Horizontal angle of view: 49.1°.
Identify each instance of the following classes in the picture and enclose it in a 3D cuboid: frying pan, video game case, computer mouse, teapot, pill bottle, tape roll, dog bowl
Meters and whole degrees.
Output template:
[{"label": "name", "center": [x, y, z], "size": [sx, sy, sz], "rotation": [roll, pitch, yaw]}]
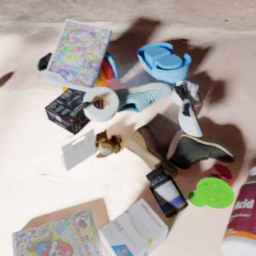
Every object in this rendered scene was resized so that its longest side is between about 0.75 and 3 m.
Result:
[{"label": "frying pan", "center": [-1.613, -0.663, 9.674], "size": [0.707, 1.169, 0.190], "rotation": [-37, 95, -13]}, {"label": "video game case", "center": [-1.831, 3.702, 7.507], "size": [2.342, 0.295, 2.573], "rotation": [-14, 51, -12]}, {"label": "computer mouse", "center": [2.061, -0.500, 9.878], "size": [0.588, 1.471, 2.682], "rotation": [-20, 21, 15]}, {"label": "teapot", "center": [2.444, -1.488, 11.507], "size": [1.299, 0.949, 1.282], "rotation": [15, 51, 12]}, {"label": "pill bottle", "center": [3.703, 2.439, 7.764], "size": [1.539, 1.539, 2.696], "rotation": [23, 53, 18]}, {"label": "tape roll", "center": [-1.010, -0.852, 10.315], "size": [1.297, 0.454, 1.297], "rotation": [3, 67, -7]}, {"label": "video game case", "center": [-2.011, -2.962, 11.360], "size": [2.044, 0.257, 2.854], "rotation": [15, 77, 7]}, {"label": "dog bowl", "center": [1.546, -2.876, 12.347], "size": [1.636, 0.728, 2.936], "rotation": [-23, 41, -13]}, {"label": "pill bottle", "center": [1.125, 1.908, 8.443], "size": [0.797, 0.797, 1.424], "rotation": [-25, 73, -20]}]

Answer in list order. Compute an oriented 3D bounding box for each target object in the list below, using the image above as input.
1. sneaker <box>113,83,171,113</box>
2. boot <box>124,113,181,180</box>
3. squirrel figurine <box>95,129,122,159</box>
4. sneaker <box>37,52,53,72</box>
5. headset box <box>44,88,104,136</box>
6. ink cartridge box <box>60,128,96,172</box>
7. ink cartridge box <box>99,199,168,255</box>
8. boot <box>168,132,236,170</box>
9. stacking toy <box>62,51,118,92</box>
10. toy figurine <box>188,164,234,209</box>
[{"label": "sneaker", "center": [0.576, -1.046, 11.231], "size": [2.581, 0.954, 1.058], "rotation": [-11, 63, -8]}, {"label": "boot", "center": [1.246, 0.523, 9.792], "size": [1.964, 0.854, 2.362], "rotation": [-39, 55, -22]}, {"label": "squirrel figurine", "center": [-0.734, 0.519, 10.075], "size": [1.039, 0.735, 0.970], "rotation": [1, 38, -17]}, {"label": "sneaker", "center": [-3.697, -3.079, 13.150], "size": [0.764, 0.510, 1.334], "rotation": [13, 45, 19]}, {"label": "headset box", "center": [-2.026, -0.841, 11.071], "size": [1.484, 0.770, 1.994], "rotation": [27, 54, 21]}, {"label": "ink cartridge box", "center": [-1.676, 0.662, 9.283], "size": [1.249, 1.536, 0.438], "rotation": [-32, 57, -24]}, {"label": "ink cartridge box", "center": [0.153, 2.943, 7.628], "size": [1.504, 1.088, 1.107], "rotation": [-30, 56, -23]}, {"label": "boot", "center": [2.479, 1.082, 9.584], "size": [1.977, 0.766, 1.367], "rotation": [23, 62, 27]}, {"label": "stacking toy", "center": [-1.754, -2.206, 12.063], "size": [2.505, 1.375, 1.454], "rotation": [-38, 62, -15]}, {"label": "toy figurine", "center": [2.717, 1.740, 8.845], "size": [1.103, 1.469, 1.352], "rotation": [53, 38, -4]}]
